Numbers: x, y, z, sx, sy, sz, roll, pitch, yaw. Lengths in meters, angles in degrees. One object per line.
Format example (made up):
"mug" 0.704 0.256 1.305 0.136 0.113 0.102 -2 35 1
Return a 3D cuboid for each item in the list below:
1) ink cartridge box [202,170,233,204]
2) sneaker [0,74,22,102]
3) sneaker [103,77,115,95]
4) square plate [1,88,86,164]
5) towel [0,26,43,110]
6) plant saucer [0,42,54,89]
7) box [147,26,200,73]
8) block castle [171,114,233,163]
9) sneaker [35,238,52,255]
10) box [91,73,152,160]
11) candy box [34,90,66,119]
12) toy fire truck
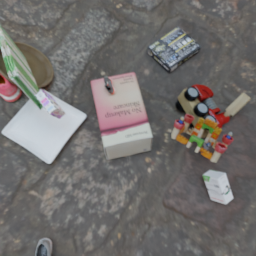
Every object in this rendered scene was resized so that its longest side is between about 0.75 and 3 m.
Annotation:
"ink cartridge box" 3.198 2.103 9.987 0.438 0.759 1.040 -28 105 -25
"sneaker" -5.730 -2.296 11.905 2.800 1.215 1.032 35 71 14
"sneaker" -0.745 -1.594 10.339 0.297 0.315 0.770 -41 65 29
"square plate" -3.386 -0.112 11.439 2.501 0.356 2.477 30 70 12
"towel" -4.080 -2.276 10.460 0.349 2.275 2.982 -29 63 -3
"plant saucer" -4.406 -2.612 11.875 2.499 0.368 2.499 22 47 -26
"box" 2.083 -3.612 12.877 1.943 0.477 1.566 -38 73 -15
"block castle" 2.624 0.239 9.863 1.934 0.907 1.293 32 30 22
"sneaker" -2.867 4.587 9.209 0.669 0.734 1.791 -9 67 -4
"box" -0.275 -0.452 10.913 1.821 1.552 2.848 -12 67 -4
"candy box" -2.747 -0.819 9.911 0.338 0.793 0.945 -42 74 1
"toy fire truck" 3.472 -0.925 11.359 2.317 1.491 2.039 -18 70 -25
